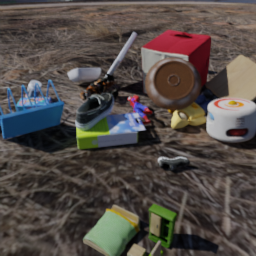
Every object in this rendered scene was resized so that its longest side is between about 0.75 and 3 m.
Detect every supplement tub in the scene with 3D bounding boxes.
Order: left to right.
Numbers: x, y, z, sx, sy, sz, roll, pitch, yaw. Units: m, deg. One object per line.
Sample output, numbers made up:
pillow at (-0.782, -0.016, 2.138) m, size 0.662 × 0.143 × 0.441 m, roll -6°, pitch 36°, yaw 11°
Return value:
supplement tub at (-4.089, -1.607, 12.130) m, size 0.544 × 0.775 × 0.544 m, roll 22°, pitch 33°, yaw -15°

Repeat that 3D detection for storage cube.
storage cube at (2.147, -2.742, 12.512) m, size 2.225 × 2.603 × 2.340 m, roll 20°, pitch 43°, yaw 29°

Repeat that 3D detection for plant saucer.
plant saucer at (1.647, -1.671, 10.159) m, size 2.062 × 2.062 × 0.377 m, roll 2°, pitch -11°, yaw 3°

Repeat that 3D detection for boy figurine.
boy figurine at (2.370, -0.693, 10.502) m, size 2.247 × 0.724 × 1.397 m, roll -29°, pitch 71°, yaw -30°

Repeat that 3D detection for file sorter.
file sorter at (-3.455, -0.684, 9.656) m, size 2.006 × 1.392 × 1.231 m, roll -18°, pitch 68°, yaw -29°

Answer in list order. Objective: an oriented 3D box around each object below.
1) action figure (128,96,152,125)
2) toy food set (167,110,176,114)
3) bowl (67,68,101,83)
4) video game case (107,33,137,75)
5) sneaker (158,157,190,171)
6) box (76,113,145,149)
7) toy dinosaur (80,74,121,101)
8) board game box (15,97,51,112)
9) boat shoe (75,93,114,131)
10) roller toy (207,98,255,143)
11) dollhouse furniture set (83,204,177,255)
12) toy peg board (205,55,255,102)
action figure at (0.363, -0.805, 10.969) m, size 0.518 × 0.655 × 2.003 m, roll -5°, pitch 27°, yaw -14°
toy food set at (2.183, -0.964, 11.284) m, size 1.465 × 0.700 × 0.659 m, roll -13°, pitch 17°, yaw -16°
bowl at (-2.101, -2.527, 13.549) m, size 1.378 × 0.515 × 1.380 m, roll -9°, pitch 2°, yaw -32°
video game case at (-0.373, -3.231, 12.892) m, size 0.230 × 1.768 × 1.943 m, roll 32°, pitch 59°, yaw -10°
sneaker at (1.338, 1.082, 8.194) m, size 0.939 × 0.312 × 0.425 m, roll 0°, pitch 33°, yaw 8°
box at (-0.644, 0.055, 9.669) m, size 2.241 × 0.534 × 1.366 m, roll -5°, pitch 31°, yaw -9°
toy dinosaur at (-1.196, -1.790, 12.367) m, size 1.471 × 1.107 × 2.168 m, roll -8°, pitch 39°, yaw 35°
board game box at (-3.895, -0.973, 11.610) m, size 1.266 × 0.285 × 0.963 m, roll -3°, pitch 28°, yaw -5°
boat shoe at (-1.066, -0.753, 9.650) m, size 0.779 × 0.766 × 2.161 m, roll 17°, pitch 39°, yaw 13°
roller toy at (3.518, -0.338, 9.481) m, size 1.593 × 1.220 × 1.746 m, roll -25°, pitch 31°, yaw -38°
dollhouse furniture set at (-0.012, 2.114, 5.879) m, size 1.708 × 0.857 × 1.119 m, roll 17°, pitch 35°, yaw 28°
toy peg board at (4.709, -1.673, 11.713) m, size 1.984 × 0.970 × 1.976 m, roll -41°, pitch 51°, yaw 4°
